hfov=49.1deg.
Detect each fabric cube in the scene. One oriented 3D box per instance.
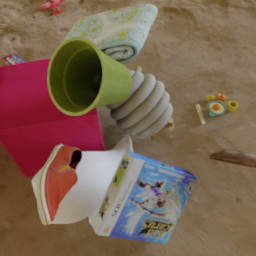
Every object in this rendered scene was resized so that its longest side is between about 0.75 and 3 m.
[{"bbox_3d":[-2.119,-0.333,8.134,2.469,2.477,2.430,-12,55,-6],"label":"fabric cube"}]

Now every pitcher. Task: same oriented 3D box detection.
[{"bbox_3d":[-0.827,1.637,7.314,2.774,1.681,2.380,-20,66,-27],"label":"pitcher"}]

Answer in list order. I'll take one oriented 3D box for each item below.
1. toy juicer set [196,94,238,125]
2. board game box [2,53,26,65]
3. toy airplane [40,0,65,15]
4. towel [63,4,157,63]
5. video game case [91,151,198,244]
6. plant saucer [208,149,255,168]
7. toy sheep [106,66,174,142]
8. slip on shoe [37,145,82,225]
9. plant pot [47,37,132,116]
[{"bbox_3d":[2.946,-0.789,9.731,1.507,0.410,0.958,-22,57,-15],"label":"toy juicer set"},{"bbox_3d":[-4.542,-2.651,11.300,0.556,0.105,1.079,-39,62,-24],"label":"board game box"},{"bbox_3d":[-3.558,-5.912,13.626,1.300,0.239,1.300,0,54,0],"label":"toy airplane"},{"bbox_3d":[-0.730,-3.006,9.066,2.986,0.719,2.556,-1,49,25],"label":"towel"},{"bbox_3d":[0.443,1.697,6.526,2.066,1.873,0.470,21,8,-32],"label":"video game case"},{"bbox_3d":[2.755,0.753,6.899,1.465,1.465,0.268,12,84,8],"label":"plant saucer"},{"bbox_3d":[0.278,-0.785,8.377,2.931,2.021,2.021,40,56,-14],"label":"toy sheep"},{"bbox_3d":[-1.392,1.057,5.805,0.639,0.774,2.088,-2,31,4],"label":"slip on shoe"},{"bbox_3d":[-0.688,-1.072,6.295,1.596,1.596,1.515,40,23,25],"label":"plant pot"}]
